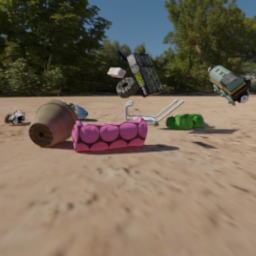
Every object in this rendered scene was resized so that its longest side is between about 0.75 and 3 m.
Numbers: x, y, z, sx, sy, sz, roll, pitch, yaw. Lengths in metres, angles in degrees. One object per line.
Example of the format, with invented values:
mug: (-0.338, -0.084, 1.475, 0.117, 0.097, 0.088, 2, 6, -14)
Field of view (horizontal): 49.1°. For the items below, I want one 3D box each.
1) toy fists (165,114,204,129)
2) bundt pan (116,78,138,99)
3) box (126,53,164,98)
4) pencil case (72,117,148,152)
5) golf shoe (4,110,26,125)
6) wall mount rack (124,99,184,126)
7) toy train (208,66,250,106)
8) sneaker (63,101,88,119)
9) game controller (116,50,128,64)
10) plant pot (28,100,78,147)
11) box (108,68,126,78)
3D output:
toy fists: (2.295, -0.281, 10.973, 1.719, 0.591, 0.876, -6, 11, -42)
bundt pan: (-0.063, -1.556, 10.638, 0.920, 0.920, 0.345, 7, -31, 41)
box: (0.640, -1.906, 10.098, 0.346, 1.561, 1.251, -23, 1, 32)
pencil case: (-0.495, 0.140, 7.245, 1.912, 0.868, 0.896, -3, 36, -18)
golf shoe: (-4.757, -0.392, 12.206, 0.675, 0.532, 1.466, 14, 15, 1)
wall mount rack: (1.108, -0.754, 12.531, 2.492, 1.069, 2.868, 0, 9, 2)
toy train: (3.584, -1.608, 10.109, 0.851, 1.138, 1.997, -36, 32, 9)
sneaker: (-2.834, -0.737, 14.068, 1.082, 0.943, 2.406, 19, -3, -37)
game controller: (-0.188, -3.081, 12.194, 0.262, 0.649, 1.244, -34, 0, 11)
plant pot: (-2.155, -0.036, 7.721, 1.246, 1.246, 1.081, 2, 24, 13)
box: (-0.325, -1.518, 7.724, 0.192, 0.206, 0.993, 26, 3, -22)
